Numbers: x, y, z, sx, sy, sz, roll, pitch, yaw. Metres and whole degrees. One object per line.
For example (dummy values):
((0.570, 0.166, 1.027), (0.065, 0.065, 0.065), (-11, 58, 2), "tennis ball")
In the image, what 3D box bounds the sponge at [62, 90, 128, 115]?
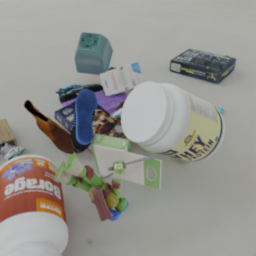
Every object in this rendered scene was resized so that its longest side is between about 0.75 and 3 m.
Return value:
((-1.241, -0.998, 12.043), (2.792, 0.416, 1.558), (-25, 44, -33), "sponge")

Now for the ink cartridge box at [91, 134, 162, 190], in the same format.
((0.009, 1.018, 8.285), (2.078, 1.512, 0.498), (10, 48, 14), "ink cartridge box")

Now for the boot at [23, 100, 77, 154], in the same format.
((-2.374, 0.009, 9.098), (1.851, 1.966, 0.673), (43, 73, 10), "boot")

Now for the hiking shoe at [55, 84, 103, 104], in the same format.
((-2.186, -1.726, 12.732), (2.085, 0.776, 0.904), (-15, 47, -20), "hiking shoe")

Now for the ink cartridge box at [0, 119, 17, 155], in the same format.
((-4.774, 0.377, 10.040), (1.191, 0.543, 1.446), (-20, 41, -26), "ink cartridge box")

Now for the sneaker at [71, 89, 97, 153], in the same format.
((-1.358, -0.216, 8.272), (0.697, 0.774, 1.986), (16, 52, -20), "sneaker")

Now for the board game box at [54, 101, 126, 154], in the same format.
((-1.355, -0.136, 10.311), (2.348, 0.406, 1.591), (39, 51, 22), "board game box")

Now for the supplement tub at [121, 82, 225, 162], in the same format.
((1.397, -0.142, 8.575), (2.838, 2.058, 2.058), (16, 20, -41), "supplement tub")

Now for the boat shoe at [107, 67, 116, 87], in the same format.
((-0.707, -2.603, 13.792), (0.867, 0.715, 2.525), (-3, 23, -6), "boat shoe")

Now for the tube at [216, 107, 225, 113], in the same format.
((3.446, -0.810, 11.974), (1.298, 0.327, 0.503), (8, 36, 3), "tube")

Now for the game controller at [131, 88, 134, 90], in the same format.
((0.409, -2.155, 13.933), (0.694, 0.280, 1.329), (-20, 37, -2), "game controller")

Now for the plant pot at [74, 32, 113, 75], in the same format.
((-1.566, -3.337, 12.236), (1.451, 1.482, 1.455), (9, 70, 7), "plant pot")

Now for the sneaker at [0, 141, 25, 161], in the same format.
((-3.907, 0.660, 9.313), (0.676, 0.375, 0.966), (43, 14, 1), "sneaker")

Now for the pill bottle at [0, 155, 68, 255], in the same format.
((-2.308, 2.139, 6.599), (1.664, 1.664, 2.967), (-10, 37, -14), "pill bottle")

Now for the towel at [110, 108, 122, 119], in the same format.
((-0.004, -0.556, 9.760), (1.123, 0.134, 0.825), (-4, 23, 37), "towel")

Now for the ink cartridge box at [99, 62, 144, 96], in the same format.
((-0.317, -2.101, 12.152), (1.768, 1.024, 0.590), (-19, 13, -11), "ink cartridge box")

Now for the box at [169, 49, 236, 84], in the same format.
((4.056, -3.427, 15.242), (2.884, 0.736, 2.274), (23, 42, 29), "box")

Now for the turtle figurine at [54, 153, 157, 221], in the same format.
((-0.701, 1.167, 7.157), (1.933, 1.993, 1.435), (31, -10, -22), "turtle figurine")

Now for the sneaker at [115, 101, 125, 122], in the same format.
((0.172, -0.381, 10.805), (0.878, 0.819, 2.325), (31, 4, -24), "sneaker")

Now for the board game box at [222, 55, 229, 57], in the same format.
((5.566, -3.994, 16.451), (0.962, 0.273, 0.795), (-10, 35, -14), "board game box")
